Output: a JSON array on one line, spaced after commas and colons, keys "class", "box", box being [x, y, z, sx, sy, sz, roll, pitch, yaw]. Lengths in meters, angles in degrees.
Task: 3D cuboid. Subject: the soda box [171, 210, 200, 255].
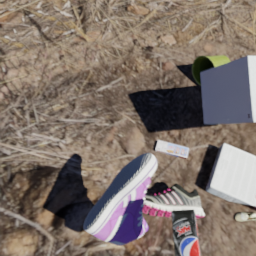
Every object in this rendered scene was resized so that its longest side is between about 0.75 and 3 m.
[{"class": "soda box", "box": [1.218, 2.528, 5.755, 0.497, 0.556, 1.571, -8, 63, 13]}]

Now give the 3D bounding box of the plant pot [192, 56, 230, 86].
[{"class": "plant pot", "box": [4.065, -2.843, 13.333, 1.416, 1.491, 1.491, -22, 61, -28]}]

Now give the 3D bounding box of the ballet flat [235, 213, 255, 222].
[{"class": "ballet flat", "box": [4.378, 3.209, 10.199, 0.941, 0.293, 0.317, -4, 59, -2]}]

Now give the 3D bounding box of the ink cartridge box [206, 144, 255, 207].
[{"class": "ink cartridge box", "box": [4.531, 2.003, 10.825, 2.544, 0.601, 2.036, 24, 61, 8]}]

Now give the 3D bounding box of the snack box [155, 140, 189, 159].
[{"class": "snack box", "box": [1.827, 0.905, 11.659, 1.329, 0.162, 0.478, 15, 60, 9]}]

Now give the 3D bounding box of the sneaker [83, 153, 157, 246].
[{"class": "sneaker", "box": [0.180, 2.049, 7.761, 1.556, 0.989, 2.730, 37, 98, -18]}]

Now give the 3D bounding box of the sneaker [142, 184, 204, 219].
[{"class": "sneaker", "box": [1.446, 2.581, 10.212, 2.636, 0.972, 1.153, 8, 59, 0]}]

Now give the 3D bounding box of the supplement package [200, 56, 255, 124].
[{"class": "supplement package", "box": [4.397, -1.231, 9.646, 2.725, 2.606, 2.004, -5, 91, -19]}]
